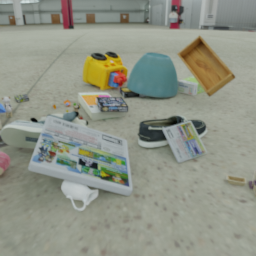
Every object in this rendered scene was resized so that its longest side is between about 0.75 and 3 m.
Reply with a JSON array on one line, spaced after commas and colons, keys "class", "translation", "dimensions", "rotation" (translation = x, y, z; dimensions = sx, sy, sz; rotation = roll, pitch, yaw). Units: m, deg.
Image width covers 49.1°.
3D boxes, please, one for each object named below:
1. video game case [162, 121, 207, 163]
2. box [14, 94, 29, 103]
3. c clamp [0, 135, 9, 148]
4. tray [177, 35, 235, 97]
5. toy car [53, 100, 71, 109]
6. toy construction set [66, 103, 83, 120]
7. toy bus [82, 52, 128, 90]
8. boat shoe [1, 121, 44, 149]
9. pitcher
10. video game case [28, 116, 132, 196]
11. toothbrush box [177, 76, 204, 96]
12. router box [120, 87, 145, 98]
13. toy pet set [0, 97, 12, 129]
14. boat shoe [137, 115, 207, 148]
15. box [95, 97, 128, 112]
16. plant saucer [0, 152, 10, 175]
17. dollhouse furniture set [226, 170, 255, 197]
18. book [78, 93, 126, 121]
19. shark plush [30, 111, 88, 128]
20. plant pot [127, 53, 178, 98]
[{"class": "video game case", "translation": [1.889, 0.447, 9.344], "dimensions": [1.139, 0.138, 1.252], "rotation": [-15, 69, -22]}, {"class": "box", "translation": [-5.514, -1.530, 14.488], "dimensions": [0.601, 0.166, 0.750], "rotation": [-15, 29, -27]}, {"class": "c clamp", "translation": [-4.322, 0.545, 9.342], "dimensions": [2.216, 0.351, 2.594], "rotation": [0, 11, 25]}, {"class": "tray", "translation": [3.497, -2.860, 12.810], "dimensions": [0.506, 1.349, 2.735], "rotation": [28, 30, -52]}, {"class": "toy car", "translation": [-3.173, -1.051, 13.525], "dimensions": [0.875, 0.429, 0.291], "rotation": [-25, 76, -13]}, {"class": "toy construction set", "translation": [-2.356, -0.594, 11.770], "dimensions": [0.843, 0.777, 1.011], "rotation": [-2, 26, -4]}, {"class": "toy bus", "translation": [-0.935, -3.208, 16.478], "dimensions": [2.551, 1.803, 2.657], "rotation": [32, 35, 28]}, {"class": "boat shoe", "translation": [-2.738, 0.252, 9.346], "dimensions": [2.708, 0.945, 0.964], "rotation": [12, 27, -4]}, {"class": "pitcher", "translation": [-1.339, 1.705, 7.239], "dimensions": [0.886, 0.537, 0.760], "rotation": [23, 41, 19]}, {"class": "video game case", "translation": [-1.244, 0.726, 8.132], "dimensions": [2.713, 0.298, 2.473], "rotation": [18, 27, -15]}, {"class": "toothbrush box", "translation": [3.663, -2.388, 15.743], "dimensions": [1.095, 0.647, 1.504], "rotation": [23, 33, 39]}, {"class": "router box", "translation": [0.254, -1.955, 15.193], "dimensions": [1.247, 0.326, 0.980], "rotation": [-7, 26, -15]}, {"class": "toy pet set", "translation": [-6.124, -0.830, 11.607], "dimensions": [2.526, 1.342, 2.359], "rotation": [-14, 28, -27]}, {"class": "boat shoe", "translation": [1.727, -0.009, 10.321], "dimensions": [2.960, 0.893, 1.119], "rotation": [-13, 24, -29]}, {"class": "box", "translation": [-0.726, -1.037, 12.314], "dimensions": [1.233, 0.306, 1.224], "rotation": [-1, 27, -18]}, {"class": "plant saucer", "translation": [-4.075, 1.072, 7.759], "dimensions": [1.499, 1.499, 0.380], "rotation": [-7, 62, -14]}, {"class": "dollhouse furniture set", "translation": [3.209, 1.385, 7.677], "dimensions": [0.926, 0.657, 0.733], "rotation": [8, 26, 16]}, {"class": "book", "translation": [-1.289, -1.082, 13.134], "dimensions": [1.585, 0.570, 2.373], "rotation": [-9, 28, -21]}, {"class": "shark plush", "translation": [-2.708, 0.052, 10.099], "dimensions": [2.778, 1.157, 1.262], "rotation": [5, -15, -1]}, {"class": "plant pot", "translation": [1.426, -2.997, 15.184], "dimensions": [2.823, 1.901, 2.823], "rotation": [6, 24, -3]}]
